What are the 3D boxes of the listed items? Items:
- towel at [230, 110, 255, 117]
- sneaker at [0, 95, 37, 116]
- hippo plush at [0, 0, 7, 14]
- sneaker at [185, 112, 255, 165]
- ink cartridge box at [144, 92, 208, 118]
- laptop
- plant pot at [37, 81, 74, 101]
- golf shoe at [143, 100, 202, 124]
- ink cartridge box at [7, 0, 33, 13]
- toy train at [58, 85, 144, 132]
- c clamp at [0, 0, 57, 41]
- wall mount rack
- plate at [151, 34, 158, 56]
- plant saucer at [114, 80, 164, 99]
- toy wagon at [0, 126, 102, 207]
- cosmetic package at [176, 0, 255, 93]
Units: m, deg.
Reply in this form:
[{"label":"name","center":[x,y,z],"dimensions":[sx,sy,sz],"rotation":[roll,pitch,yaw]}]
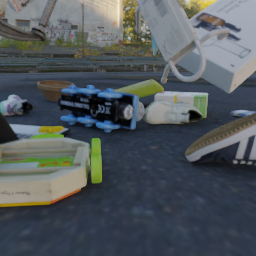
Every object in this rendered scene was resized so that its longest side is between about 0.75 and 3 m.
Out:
[{"label":"towel","center":[4.197,-0.430,9.470],"dimensions":[0.884,0.143,1.203],"rotation":[-10,19,-43]},{"label":"sneaker","center":[-3.843,-0.800,10.177],"dimensions":[1.114,0.619,1.592],"rotation":[1,23,-4]},{"label":"hippo plush","center":[-2.147,-1.862,3.443],"dimensions":[1.308,1.321,1.643],"rotation":[-28,-17,7]},{"label":"sneaker","center":[2.276,0.432,4.768],"dimensions":[2.416,1.311,0.847],"rotation":[-27,4,26]},{"label":"ink cartridge box","center":[1.688,-0.878,10.017],"dimensions":[2.184,0.735,1.279],"rotation":[4,14,16]},{"label":"laptop","center":[-3.253,-0.453,6.207],"dimensions":[2.768,1.713,2.956],"rotation":[5,14,16]},{"label":"plant pot","center":[-3.432,-1.738,13.322],"dimensions":[1.692,0.781,1.692],"rotation":[5,18,-2]},{"label":"golf shoe","center":[1.377,-0.423,8.335],"dimensions":[1.858,0.727,0.903],"rotation":[-8,21,-27]},{"label":"ink cartridge box","center":[-3.153,-3.907,8.187],"dimensions":[0.359,0.867,0.636],"rotation":[38,-11,21]},{"label":"toy train","center":[-0.789,-0.627,8.185],"dimensions":[2.763,1.198,1.579],"rotation":[10,11,37]},{"label":"c clamp","center":[-1.954,-2.930,6.145],"dimensions":[2.133,2.497,0.338],"rotation":[29,-12,-24]},{"label":"wall mount rack","center":[0.676,-1.635,4.800],"dimensions":[0.753,2.020,1.755],"rotation":[-21,-7,-39]},{"label":"plate","center":[1.015,-3.537,10.332],"dimensions":[0.215,1.684,1.684],"rotation":[-4,13,1]},{"label":"plant saucer","center":[0.235,-1.443,11.183],"dimensions":[2.305,0.552,2.302],"rotation":[-16,8,10]},{"label":"toy wagon","center":[-1.492,0.497,4.807],"dimensions":[2.057,0.525,2.651],"rotation":[-1,13,-6]},{"label":"cosmetic package","center":[2.631,-2.341,7.231],"dimensions":[2.796,0.722,2.108],"rotation":[-39,59,-20]}]
